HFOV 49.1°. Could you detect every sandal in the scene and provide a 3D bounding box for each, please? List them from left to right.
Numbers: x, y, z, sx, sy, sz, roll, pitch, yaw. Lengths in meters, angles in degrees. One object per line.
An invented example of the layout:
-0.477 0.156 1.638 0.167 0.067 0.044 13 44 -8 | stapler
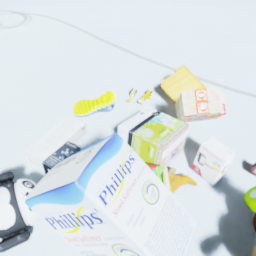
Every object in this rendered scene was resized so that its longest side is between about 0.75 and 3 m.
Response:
-1.407 -0.894 12.108 2.068 0.900 0.822 -14 68 11 | sandal

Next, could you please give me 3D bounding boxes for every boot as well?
1.674 1.886 9.277 1.098 0.386 0.786 30 66 9 | boot

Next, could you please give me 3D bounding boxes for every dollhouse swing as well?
2.548 -1.677 12.764 1.531 1.583 1.742 -39 67 4 | dollhouse swing

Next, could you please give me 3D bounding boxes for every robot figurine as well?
-3.530 2.326 7.870 2.312 1.737 1.443 -18 21 -18 | robot figurine

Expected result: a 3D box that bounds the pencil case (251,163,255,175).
4.636 1.527 9.399 0.947 0.410 0.392 32 41 0 | pencil case

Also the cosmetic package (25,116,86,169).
-2.649 0.525 10.570 0.955 0.586 2.314 23 46 22 | cosmetic package

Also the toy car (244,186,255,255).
3.448 3.049 6.697 2.508 2.060 1.979 -44 11 -15 | toy car

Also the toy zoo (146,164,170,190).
0.626 1.513 8.786 1.326 0.870 0.136 6 34 29 | toy zoo

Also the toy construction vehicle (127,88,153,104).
0.538 -1.435 13.053 0.970 0.392 1.114 19 43 9 | toy construction vehicle

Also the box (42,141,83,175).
-2.156 1.221 9.732 0.939 0.677 1.265 23 45 25 | box

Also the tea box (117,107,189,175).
0.873 0.401 10.064 1.868 1.269 1.899 27 39 25 | tea box

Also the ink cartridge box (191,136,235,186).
2.772 1.107 9.278 0.576 1.346 0.993 -30 54 -31 | ink cartridge box

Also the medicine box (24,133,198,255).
-0.455 1.946 6.480 2.934 2.672 1.510 48 48 -13 | medicine box

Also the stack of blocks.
2.691 -0.773 10.327 1.639 2.847 0.834 -7 86 5 | stack of blocks
